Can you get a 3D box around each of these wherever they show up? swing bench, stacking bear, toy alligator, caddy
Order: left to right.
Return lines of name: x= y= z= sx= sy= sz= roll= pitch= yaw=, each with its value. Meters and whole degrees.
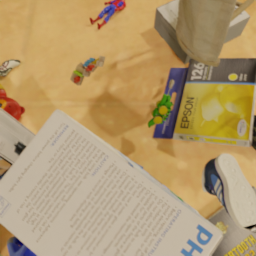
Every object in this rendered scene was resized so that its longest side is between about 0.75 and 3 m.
stacking bear: x=-4.393 y=-0.972 z=8.648 sx=2.453 sy=1.395 sz=1.490 roll=38 pitch=67 yaw=4
caddy: x=-1.799 y=2.344 z=5.289 sx=1.026 sy=1.955 sz=1.382 roll=30 pitch=75 yaw=-8
toy alligator: x=0.969 y=-0.552 z=7.280 sx=0.395 sy=1.456 sz=0.432 roll=18 pitch=28 yaw=-18
swing bench: x=2.148 y=-3.436 z=6.859 sx=1.714 sy=2.628 sz=2.642 roll=27 pitch=74 yaw=15

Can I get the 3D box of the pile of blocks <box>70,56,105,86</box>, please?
pile of blocks: x=-0.968 y=-1.350 z=6.369 sx=0.998 sy=0.310 sz=0.410 roll=-36 pitch=96 yaw=16

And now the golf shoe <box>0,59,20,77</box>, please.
golf shoe: x=-4.204 y=-2.013 z=9.629 sx=1.113 sy=0.429 sz=0.490 roll=-20 pitch=85 yaw=-3

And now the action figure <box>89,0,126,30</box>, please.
action figure: x=-0.629 y=-4.520 z=10.640 sx=0.618 sy=0.488 sz=1.888 roll=36 pitch=69 yaw=17

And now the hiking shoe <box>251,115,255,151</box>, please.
hiking shoe: x=3.599 y=-0.170 z=8.395 sx=2.222 sy=1.118 sz=0.841 roll=37 pitch=72 yaw=14

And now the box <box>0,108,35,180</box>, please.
box: x=-2.928 y=0.182 z=5.775 sx=0.721 sy=2.399 sz=1.399 roll=-38 pitch=29 yaw=15

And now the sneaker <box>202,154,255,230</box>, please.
sneaker: x=1.518 y=1.030 z=4.373 sx=0.463 sy=0.841 sz=1.149 roll=-9 pitch=65 yaw=-12

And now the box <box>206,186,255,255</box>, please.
box: x=2.954 y=3.013 z=7.325 sx=2.436 sy=0.589 sz=1.929 roll=-30 pitch=71 yaw=-13

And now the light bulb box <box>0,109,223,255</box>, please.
light bulb box: x=-0.264 y=1.427 z=4.887 sx=2.810 sy=2.785 sz=1.753 roll=35 pitch=85 yaw=10

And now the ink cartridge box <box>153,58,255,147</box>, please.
ink cartridge box: x=2.310 y=-0.892 z=8.471 sx=2.833 sy=0.666 sz=2.799 roll=6 pitch=65 yaw=23

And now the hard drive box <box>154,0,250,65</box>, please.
hard drive box: x=2.565 y=-3.771 z=9.991 sx=2.602 sy=0.999 sz=2.028 roll=-28 pitch=70 yaw=-11

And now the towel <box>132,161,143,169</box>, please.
towel: x=-0.890 y=1.293 z=8.240 sx=2.301 sy=0.274 sz=1.690 roll=29 pitch=71 yaw=11
